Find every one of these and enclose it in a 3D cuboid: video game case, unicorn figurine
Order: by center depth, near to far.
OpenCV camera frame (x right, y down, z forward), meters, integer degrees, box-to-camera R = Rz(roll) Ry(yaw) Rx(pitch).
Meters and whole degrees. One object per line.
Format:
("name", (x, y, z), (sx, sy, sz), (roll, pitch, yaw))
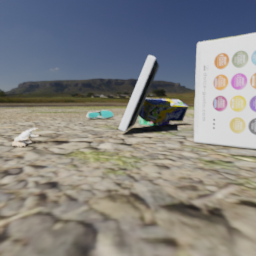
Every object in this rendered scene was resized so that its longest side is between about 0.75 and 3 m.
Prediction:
("unicorn figurine", (-2.946, 0.269, 8.154), (0.763, 0.410, 1.111), (-9, 7, 23))
("video game case", (0.496, -1.337, 11.238), (0.336, 2.878, 2.617), (24, 10, 5))

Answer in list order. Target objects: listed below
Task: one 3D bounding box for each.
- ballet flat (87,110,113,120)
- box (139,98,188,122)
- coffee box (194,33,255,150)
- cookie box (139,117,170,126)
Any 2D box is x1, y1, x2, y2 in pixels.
("ballet flat", (-1.860, -0.802, 18.296), (1.753, 0.629, 0.629), (-2, 6, -17))
("box", (1.678, -0.849, 13.443), (2.552, 0.894, 0.821), (-2, 31, -39))
("coffee box", (4.025, -1.036, 8.294), (2.949, 2.978, 2.982), (6, 8, 44))
("cookie box", (1.357, -0.407, 14.556), (1.243, 0.467, 1.063), (3, 9, 39))
